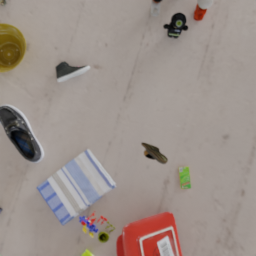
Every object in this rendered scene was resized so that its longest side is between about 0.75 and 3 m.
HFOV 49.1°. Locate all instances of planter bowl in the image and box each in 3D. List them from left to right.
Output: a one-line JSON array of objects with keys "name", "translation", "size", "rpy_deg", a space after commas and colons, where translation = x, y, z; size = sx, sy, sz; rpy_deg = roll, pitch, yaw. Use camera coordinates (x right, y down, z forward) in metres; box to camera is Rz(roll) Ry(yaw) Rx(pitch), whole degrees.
[{"name": "planter bowl", "translation": [-5.154, -3.204, 11.752], "size": [2.080, 0.866, 2.080], "rpy_deg": [0, 84, 1]}]

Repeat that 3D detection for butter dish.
[{"name": "butter dish", "translation": [0.530, 4.808, 10.489], "size": [2.795, 2.072, 2.803], "rpy_deg": [0, 74, -41]}]

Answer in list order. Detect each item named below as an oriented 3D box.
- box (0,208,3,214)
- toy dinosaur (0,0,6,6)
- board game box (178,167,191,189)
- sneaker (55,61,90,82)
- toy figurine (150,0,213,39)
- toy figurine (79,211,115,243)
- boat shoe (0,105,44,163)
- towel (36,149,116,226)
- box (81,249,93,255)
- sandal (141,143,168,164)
[{"name": "box", "translation": [-5.729, 3.494, 11.299], "size": [0.910, 0.473, 0.828], "rpy_deg": [26, 86, 3]}, {"name": "toy dinosaur", "translation": [-5.644, -6.060, 12.292], "size": [0.684, 0.368, 1.552], "rpy_deg": [5, 84, -14]}, {"name": "board game box", "translation": [2.348, 2.076, 11.616], "size": [0.428, 0.134, 0.897], "rpy_deg": [-5, 82, 0]}, {"name": "sneaker", "translation": [-2.410, -2.543, 11.848], "size": [1.499, 0.530, 0.743], "rpy_deg": [-20, 90, 2]}, {"name": "toy figurine", "translation": [2.102, -5.125, 11.599], "size": [2.207, 1.535, 2.172], "rpy_deg": [-36, 86, -3]}, {"name": "toy figurine", "translation": [-1.426, 3.820, 11.230], "size": [0.883, 1.003, 1.674], "rpy_deg": [-55, 130, -18]}, {"name": "boat shoe", "translation": [-4.492, 0.211, 11.377], "size": [0.997, 0.944, 2.850], "rpy_deg": [-32, 85, -3]}, {"name": "towel", "translation": [-2.100, 2.368, 11.347], "size": [2.703, 0.322, 1.985], "rpy_deg": [-36, 80, -7]}, {"name": "box", "translation": [-1.472, 5.527, 11.213], "size": [1.131, 0.270, 0.690], "rpy_deg": [39, 87, 4]}, {"name": "sandal", "translation": [0.820, 0.898, 9.403], "size": [0.660, 1.614, 0.441], "rpy_deg": [21, 101, -26]}]
